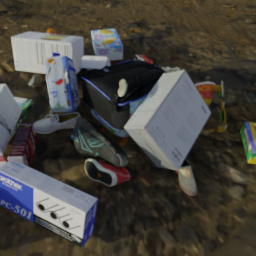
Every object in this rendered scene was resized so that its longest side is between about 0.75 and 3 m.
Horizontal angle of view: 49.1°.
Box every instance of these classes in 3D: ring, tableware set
[{"bbox_3d":[-0.629,0.319,10.638,1.232,0.118,1.232,0,45,0],"label":"ring"},{"bbox_3d":[3.513,-0.774,10.749,0.290,1.275,1.893,-4,77,13],"label":"tableware set"}]

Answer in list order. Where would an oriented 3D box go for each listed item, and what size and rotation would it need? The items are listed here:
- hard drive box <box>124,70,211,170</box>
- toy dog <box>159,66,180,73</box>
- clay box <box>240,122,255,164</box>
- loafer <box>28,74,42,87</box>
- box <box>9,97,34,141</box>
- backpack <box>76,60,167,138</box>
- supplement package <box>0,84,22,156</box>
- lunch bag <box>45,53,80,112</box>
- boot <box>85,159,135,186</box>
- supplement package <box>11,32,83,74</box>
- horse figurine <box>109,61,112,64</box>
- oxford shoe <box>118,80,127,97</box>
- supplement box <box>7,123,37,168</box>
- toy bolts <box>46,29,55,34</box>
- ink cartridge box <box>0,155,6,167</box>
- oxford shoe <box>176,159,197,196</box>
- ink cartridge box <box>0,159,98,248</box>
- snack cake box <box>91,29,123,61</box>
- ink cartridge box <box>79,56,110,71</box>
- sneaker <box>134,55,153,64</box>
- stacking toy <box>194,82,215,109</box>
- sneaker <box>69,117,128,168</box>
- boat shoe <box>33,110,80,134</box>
[{"bbox_3d":[1.421,-0.267,9.351,1.010,2.049,2.629,2,48,52],"label":"hard drive box"},{"bbox_3d":[1.884,-2.600,13.164,1.062,0.741,1.029,9,39,11],"label":"toy dog"},{"bbox_3d":[5.566,0.601,9.968,2.698,0.642,1.550,3,46,4],"label":"clay box"},{"bbox_3d":[-4.079,-2.086,12.516,0.473,0.510,1.357,35,12,-20],"label":"loafer"},{"bbox_3d":[-5.032,-0.392,11.133,1.653,0.416,2.291,9,47,9],"label":"box"},{"bbox_3d":[-0.009,-1.263,10.746,2.955,2.171,2.704,-29,51,-31],"label":"backpack"},{"bbox_3d":[-4.841,-0.250,9.643,1.345,1.341,2.294,-7,45,8],"label":"supplement package"},{"bbox_3d":[-2.462,-1.733,10.731,1.020,2.163,2.699,-5,10,-7],"label":"lunch bag"},{"bbox_3d":[-0.583,1.422,9.304,1.194,0.599,1.654,-3,16,-44],"label":"boot"},{"bbox_3d":[-3.694,-3.507,13.212,2.853,1.563,1.623,8,29,8],"label":"supplement package"},{"bbox_3d":[-1.280,-3.085,13.900,0.733,0.276,1.106,9,32,10],"label":"horse figurine"},{"bbox_3d":[-0.153,-1.248,8.964,0.301,0.231,0.801,-19,39,18],"label":"oxford shoe"},{"bbox_3d":[-3.585,0.712,9.637,0.507,0.907,1.666,-1,44,-3],"label":"supplement box"},{"bbox_3d":[-3.708,-4.239,14.520,1.012,1.394,1.460,19,66,9],"label":"toy bolts"},{"bbox_3d":[-4.533,1.533,9.103,1.291,0.535,0.948,-26,51,-24],"label":"ink cartridge box"},{"bbox_3d":[1.877,1.536,9.110,0.501,0.522,1.415,-10,45,-10],"label":"oxford shoe"},{"bbox_3d":[-2.316,2.072,7.834,2.911,1.369,0.644,21,31,16],"label":"ink cartridge box"},{"bbox_3d":[-1.147,-4.389,14.767,1.361,0.795,2.367,-7,40,-9],"label":"snack cake box"},{"bbox_3d":[-1.315,-2.249,11.993,1.160,1.598,0.666,5,60,11],"label":"ink cartridge box"},{"bbox_3d":[0.922,-3.130,13.739,0.759,0.689,1.789,-14,46,-20],"label":"sneaker"},{"bbox_3d":[3.163,-1.206,11.491,0.904,0.904,1.238,-2,83,-2],"label":"stacking toy"},{"bbox_3d":[-1.067,0.679,9.663,2.768,1.043,1.097,37,91,40],"label":"sneaker"},{"bbox_3d":[-2.749,-0.297,10.722,1.877,0.800,0.693,-7,54,-9],"label":"boat shoe"}]
